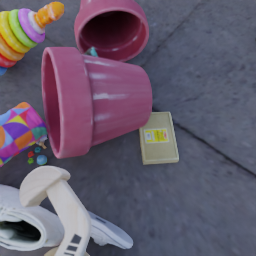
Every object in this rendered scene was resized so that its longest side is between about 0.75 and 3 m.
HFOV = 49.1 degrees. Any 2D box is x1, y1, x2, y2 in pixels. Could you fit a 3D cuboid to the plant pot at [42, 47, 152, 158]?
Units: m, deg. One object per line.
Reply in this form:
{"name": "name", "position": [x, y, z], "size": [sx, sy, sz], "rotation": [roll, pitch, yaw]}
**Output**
{"name": "plant pot", "position": [-0.716, -0.627, 6.336], "size": [2.092, 2.337, 2.337], "rotation": [-8, 60, -24]}

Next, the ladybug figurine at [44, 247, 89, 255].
{"name": "ladybug figurine", "position": [-1.171, 2.659, 5.416], "size": [1.103, 0.397, 0.748], "rotation": [-4, 78, 13]}

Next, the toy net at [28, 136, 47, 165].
{"name": "toy net", "position": [-2.192, 0.511, 6.864], "size": [0.434, 0.160, 0.826], "rotation": [-7, 58, 5]}

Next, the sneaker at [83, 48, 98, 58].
{"name": "sneaker", "position": [-1.113, -1.650, 7.135], "size": [0.548, 1.202, 0.466], "rotation": [-23, 91, -22]}

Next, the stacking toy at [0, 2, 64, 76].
{"name": "stacking toy", "position": [-2.765, -2.598, 7.351], "size": [2.597, 1.425, 1.507], "rotation": [-21, 46, 15]}

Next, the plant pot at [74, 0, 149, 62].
{"name": "plant pot", "position": [-0.546, -3.012, 7.608], "size": [1.940, 1.940, 1.736], "rotation": [-10, 64, -6]}

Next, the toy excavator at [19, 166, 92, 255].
{"name": "toy excavator", "position": [-0.935, 2.443, 4.601], "size": [2.841, 1.460, 2.922], "rotation": [25, 80, 12]}

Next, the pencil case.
{"name": "pencil case", "position": [-2.997, 0.412, 6.200], "size": [2.414, 1.067, 1.067], "rotation": [-38, 67, -25]}

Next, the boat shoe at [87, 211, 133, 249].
{"name": "boat shoe", "position": [-0.534, 2.178, 5.790], "size": [1.327, 0.488, 0.434], "rotation": [25, 90, 20]}

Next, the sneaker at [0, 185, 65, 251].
{"name": "sneaker", "position": [-2.388, 1.663, 5.491], "size": [2.292, 1.325, 0.844], "rotation": [19, 76, 11]}

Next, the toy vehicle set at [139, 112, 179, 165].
{"name": "toy vehicle set", "position": [0.724, 0.224, 6.965], "size": [0.843, 0.180, 1.356], "rotation": [-2, 61, -5]}
